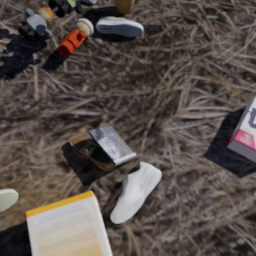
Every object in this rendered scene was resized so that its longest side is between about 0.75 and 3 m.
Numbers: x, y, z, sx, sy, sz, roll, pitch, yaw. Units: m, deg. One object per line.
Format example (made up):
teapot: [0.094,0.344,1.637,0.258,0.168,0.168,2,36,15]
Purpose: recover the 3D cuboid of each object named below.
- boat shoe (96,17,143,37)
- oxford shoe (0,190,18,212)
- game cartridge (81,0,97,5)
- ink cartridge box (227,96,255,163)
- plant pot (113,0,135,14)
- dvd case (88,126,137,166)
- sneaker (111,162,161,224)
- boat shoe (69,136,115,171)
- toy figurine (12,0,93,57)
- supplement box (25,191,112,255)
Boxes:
boat shoe: [-0.308,-3.815,10.345,1.759,0.633,0.546,8,65,7]
oxford shoe: [-4.019,2.105,7.696,1.907,0.717,0.551,-21,31,-11]
game cartridge: [-1.488,-5.598,11.356,0.869,0.264,1.303,24,68,7]
ink cartridge box: [4.029,0.080,8.507,1.280,0.746,1.768,29,69,12]
plant pot: [-0.154,-4.900,10.567,1.013,1.087,1.013,0,67,0]
dvd case: [-0.435,0.483,8.107,1.290,0.103,0.959,49,34,20]
sneaker: [0.062,1.778,7.874,0.843,0.717,1.904,32,65,28]
boat shoe: [-1.056,0.676,8.326,1.581,0.584,0.598,29,69,12]
toy figurine: [-2.478,-3.966,9.415,2.475,2.514,1.749,22,58,12]
supplement box: [-1.305,3.227,6.926,1.762,1.028,2.796,-16,67,-7]
